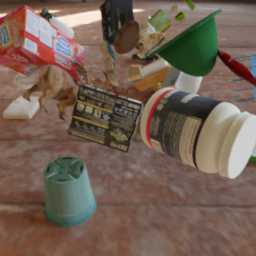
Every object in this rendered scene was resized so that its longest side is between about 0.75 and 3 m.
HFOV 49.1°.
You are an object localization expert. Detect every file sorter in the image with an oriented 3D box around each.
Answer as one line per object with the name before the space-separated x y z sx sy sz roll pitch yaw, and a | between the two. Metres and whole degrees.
file sorter | 3.700 -1.552 8.933 0.864 1.409 0.978 -6 5 14

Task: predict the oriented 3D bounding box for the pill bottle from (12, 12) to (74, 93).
pill bottle | -3.275 -2.738 10.471 1.526 2.755 1.526 28 4 -2

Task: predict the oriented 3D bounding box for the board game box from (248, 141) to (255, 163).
board game box | 4.521 0.818 9.619 0.824 0.217 1.077 22 39 30

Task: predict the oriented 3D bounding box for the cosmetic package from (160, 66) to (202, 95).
cosmetic package | 2.049 -2.007 9.730 0.666 1.086 2.631 -8 47 47

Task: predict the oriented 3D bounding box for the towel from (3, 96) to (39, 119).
towel | -4.526 -0.927 12.243 1.193 0.310 1.800 2 33 4

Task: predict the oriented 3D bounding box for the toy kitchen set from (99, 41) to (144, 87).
toy kitchen set | -0.195 -2.351 10.243 1.308 0.962 1.633 -13 76 8

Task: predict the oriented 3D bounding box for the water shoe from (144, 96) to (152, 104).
water shoe | 1.314 -0.539 11.446 0.869 0.787 2.202 -31 38 9

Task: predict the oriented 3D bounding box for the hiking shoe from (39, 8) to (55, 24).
hiking shoe | -2.831 -3.430 9.298 0.499 0.992 0.376 33 37 -20

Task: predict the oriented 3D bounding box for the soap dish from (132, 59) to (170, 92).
soap dish | 1.210 -2.613 13.724 1.943 0.789 1.529 -24 21 18

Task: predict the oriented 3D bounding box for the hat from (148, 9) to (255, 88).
hat | 2.233 -1.675 8.129 2.389 2.539 2.884 -31 11 15

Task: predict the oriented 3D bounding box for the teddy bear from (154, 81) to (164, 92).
teddy bear | 2.083 -1.801 13.127 1.828 0.842 2.521 12 35 14

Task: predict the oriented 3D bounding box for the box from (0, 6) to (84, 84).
box | -2.607 -2.286 8.610 1.270 1.326 2.661 -9 -15 26

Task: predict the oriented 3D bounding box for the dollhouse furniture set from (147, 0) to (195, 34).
dollhouse furniture set | 1.776 -4.510 11.389 1.851 0.925 0.714 -36 44 22

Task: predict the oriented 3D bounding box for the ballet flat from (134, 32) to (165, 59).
ballet flat | 0.644 -2.987 9.950 0.808 0.683 2.137 -47 9 -11

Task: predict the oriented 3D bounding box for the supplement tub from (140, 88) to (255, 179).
supplement tub | 1.360 0.055 5.614 1.975 1.386 1.386 23 39 38

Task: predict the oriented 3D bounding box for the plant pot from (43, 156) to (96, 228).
plant pot | -1.579 1.589 7.366 1.408 1.379 1.408 1 32 0

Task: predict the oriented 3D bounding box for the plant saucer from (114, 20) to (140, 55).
plant saucer | -0.005 -3.184 9.967 0.206 1.283 1.283 18 15 -44

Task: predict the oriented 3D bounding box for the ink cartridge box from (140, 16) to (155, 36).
ink cartridge box | 0.907 -4.135 12.226 0.492 0.840 1.162 -13 58 36

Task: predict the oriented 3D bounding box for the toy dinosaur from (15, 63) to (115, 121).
toy dinosaur | -1.786 -1.202 7.646 2.537 1.719 1.089 25 4 -40

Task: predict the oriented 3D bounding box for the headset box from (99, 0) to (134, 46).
headset box | -0.485 -4.701 12.483 0.984 1.846 2.121 -10 12 -17

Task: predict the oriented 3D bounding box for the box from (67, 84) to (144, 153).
box | -0.602 -0.248 7.395 1.724 1.390 0.423 17 12 4

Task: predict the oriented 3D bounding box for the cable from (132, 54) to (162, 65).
cable | 1.112 -4.115 17.254 2.426 0.611 1.178 11 45 38

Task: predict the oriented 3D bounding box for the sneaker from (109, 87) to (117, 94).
sneaker | -1.115 -1.883 13.502 0.851 0.577 1.474 12 33 15
